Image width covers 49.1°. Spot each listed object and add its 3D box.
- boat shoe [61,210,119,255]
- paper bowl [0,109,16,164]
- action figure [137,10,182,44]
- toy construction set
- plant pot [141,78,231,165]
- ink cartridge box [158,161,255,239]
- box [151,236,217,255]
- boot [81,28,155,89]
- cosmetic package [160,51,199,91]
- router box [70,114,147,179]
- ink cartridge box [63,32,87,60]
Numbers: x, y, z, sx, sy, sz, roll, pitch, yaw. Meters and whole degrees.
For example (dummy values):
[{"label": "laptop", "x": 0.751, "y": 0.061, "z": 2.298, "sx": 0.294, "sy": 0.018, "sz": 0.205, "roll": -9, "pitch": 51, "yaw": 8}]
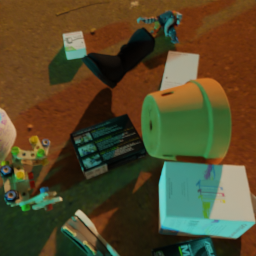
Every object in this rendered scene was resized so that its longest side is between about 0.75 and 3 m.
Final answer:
[{"label": "boat shoe", "x": -0.813, "y": 3.249, "z": 7.285, "sx": 0.733, "sy": 0.877, "sz": 2.453, "roll": -37, "pitch": 57, "yaw": -23}, {"label": "paper bowl", "x": -4.690, "y": 0.500, "z": 8.713, "sx": 2.392, "sy": 1.244, "sz": 2.392, "roll": -9, "pitch": 40, "yaw": 8}, {"label": "action figure", "x": 1.616, "y": -4.669, "z": 12.697, "sx": 1.934, "sy": 1.046, "sz": 1.999, "roll": -22, "pitch": 58, "yaw": -4}, {"label": "toy construction set", "x": -2.911, "y": 1.475, "z": 8.405, "sx": 1.635, "sy": 1.149, "sz": 2.494, "roll": -11, "pitch": 53, "yaw": -23}, {"label": "plant pot", "x": 1.512, "y": -0.108, "z": 8.355, "sx": 1.865, "sy": 2.664, "sz": 2.664, "roll": -4, "pitch": 55, "yaw": -12}, {"label": "ink cartridge box", "x": 2.148, "y": 2.015, "z": 7.673, "sx": 2.477, "sy": 1.592, "sz": 1.551, "roll": 3, "pitch": 55, "yaw": 1}, {"label": "box", "x": 1.580, "y": 3.827, "z": 7.134, "sx": 1.663, "sy": 0.409, "sz": 1.722, "roll": -10, "pitch": 56, "yaw": -4}, {"label": "boot", "x": -0.225, "y": -2.615, "z": 9.789, "sx": 2.387, "sy": 2.841, "sz": 1.085, "roll": -44, "pitch": 79, "yaw": 7}, {"label": "cosmetic package", "x": 1.966, "y": -1.838, "z": 10.753, "sx": 1.269, "sy": 0.913, "sz": 2.250, "roll": 8, "pitch": 56, "yaw": 7}, {"label": "router box", "x": -0.672, "y": 0.562, "z": 9.309, "sx": 2.142, "sy": 0.547, "sz": 1.597, "roll": -20, "pitch": 57, "yaw": -13}, {"label": "ink cartridge box", "x": -2.337, "y": -3.607, "z": 12.235, "sx": 0.868, "sy": 0.501, "sz": 1.193, "roll": -12, "pitch": 56, "yaw": -8}]
